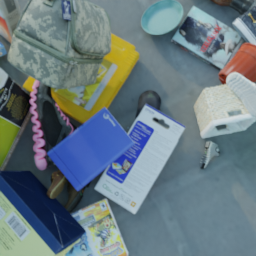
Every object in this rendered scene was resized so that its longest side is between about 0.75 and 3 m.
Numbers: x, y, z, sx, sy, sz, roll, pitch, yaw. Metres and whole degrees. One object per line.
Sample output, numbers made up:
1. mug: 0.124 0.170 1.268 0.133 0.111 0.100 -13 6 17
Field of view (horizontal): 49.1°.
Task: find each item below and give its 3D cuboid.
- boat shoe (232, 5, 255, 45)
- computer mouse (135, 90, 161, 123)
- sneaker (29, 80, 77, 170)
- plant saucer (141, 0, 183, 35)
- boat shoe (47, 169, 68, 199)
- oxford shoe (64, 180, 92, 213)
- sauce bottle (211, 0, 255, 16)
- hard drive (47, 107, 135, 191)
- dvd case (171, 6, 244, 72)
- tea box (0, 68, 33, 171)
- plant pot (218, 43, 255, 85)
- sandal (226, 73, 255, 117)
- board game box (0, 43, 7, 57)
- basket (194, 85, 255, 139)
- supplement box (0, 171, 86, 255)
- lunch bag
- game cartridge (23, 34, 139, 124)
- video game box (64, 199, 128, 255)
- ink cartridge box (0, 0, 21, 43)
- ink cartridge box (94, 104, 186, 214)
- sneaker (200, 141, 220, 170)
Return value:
1. boat shoe: 4.084 -2.681 8.317 0.899 0.700 1.979 -39 89 19
2. computer mouse: 0.626 -0.413 8.186 1.078 0.411 1.557 5 77 2
3. sneaker: -2.022 -0.149 7.731 1.229 1.018 2.577 -4 99 -9
4. plant saucer: 1.074 -3.405 8.763 1.343 0.241 1.343 -9 66 20
5. boat shoe: -1.882 1.406 7.478 0.414 1.224 0.441 20 121 3
6. oxford shoe: -1.486 1.760 7.699 0.540 0.465 1.280 24 67 9
7. sauce bottle: 2.771 -4.465 8.907 2.585 0.853 0.853 39 80 6
8. hard drive: -0.962 0.545 7.377 1.930 0.245 1.273 -39 88 -5
9. dvd case: 2.511 -2.775 8.762 1.928 0.212 1.407 33 79 1
10. tea box: -4.111 -0.072 6.811 1.987 2.925 2.974 22 78 5
11. plant pot: 3.340 -1.649 8.168 1.117 1.149 1.149 -44 81 -1
12. sandal: 3.071 -0.854 7.009 0.347 0.575 1.414 -16 67 -48
13. board game box: -4.930 -2.641 8.435 1.594 0.386 2.107 -35 72 -18
14. basket: 2.661 -0.458 7.758 1.333 1.345 1.082 -11 72 -3
15. supplement box: -2.763 2.631 6.648 2.312 1.552 2.309 43 90 13
16. lunch bag: -1.473 -2.188 6.817 1.683 2.415 2.025 28 109 12
17. game cartridge: -1.357 -1.748 8.434 2.493 0.459 2.828 30 82 7
18. video game box: -1.080 2.956 7.433 1.719 0.402 1.566 -23 80 -4
19. ink cartridge box: -4.208 -3.928 8.045 2.695 2.185 0.676 38 68 8
20. ink cartridge box: 0.334 0.834 7.710 1.296 0.508 2.738 31 88 7
21. sneaker: 2.375 0.828 7.972 0.481 0.312 0.832 16 93 -18
